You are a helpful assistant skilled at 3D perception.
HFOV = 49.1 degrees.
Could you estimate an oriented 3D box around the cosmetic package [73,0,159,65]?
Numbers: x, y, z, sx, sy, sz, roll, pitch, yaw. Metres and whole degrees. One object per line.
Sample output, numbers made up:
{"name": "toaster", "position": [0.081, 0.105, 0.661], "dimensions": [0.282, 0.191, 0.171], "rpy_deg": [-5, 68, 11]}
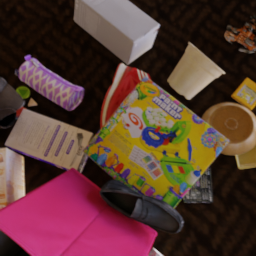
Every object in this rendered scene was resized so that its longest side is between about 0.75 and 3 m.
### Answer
{"name": "cosmetic package", "position": [-0.430, -3.569, 9.523], "dimensions": [2.669, 1.204, 1.426], "rpy_deg": [45, 61, 10]}

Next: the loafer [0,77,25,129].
{"name": "loafer", "position": [-3.859, -0.270, 8.026], "dimensions": [1.059, 2.969, 1.084], "rpy_deg": [37, 51, -21]}

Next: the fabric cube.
{"name": "fabric cube", "position": [-1.513, 3.094, 6.191], "dimensions": [2.871, 2.862, 2.817], "rpy_deg": [35, 110, 10]}

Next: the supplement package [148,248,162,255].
{"name": "supplement package", "position": [0.692, 4.148, 7.303], "dimensions": [1.094, 1.102, 1.452], "rpy_deg": [37, 77, 10]}

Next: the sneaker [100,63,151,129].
{"name": "sneaker", "position": [0.061, -0.846, 8.925], "dimensions": [1.445, 0.980, 2.502], "rpy_deg": [15, 75, 6]}

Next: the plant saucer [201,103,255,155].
{"name": "plant saucer", "position": [3.222, -0.059, 8.826], "dimensions": [1.850, 0.327, 1.850], "rpy_deg": [-3, 65, 7]}

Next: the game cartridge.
{"name": "game cartridge", "position": [4.060, -1.142, 9.432], "dimensions": [0.797, 0.147, 0.904], "rpy_deg": [40, 78, 11]}

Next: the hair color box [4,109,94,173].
{"name": "hair color box", "position": [-2.350, 0.438, 8.628], "dimensions": [2.339, 0.758, 1.279], "rpy_deg": [19, 73, 7]}

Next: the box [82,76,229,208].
{"name": "box", "position": [0.760, 0.558, 7.823], "dimensions": [2.732, 1.667, 2.632], "rpy_deg": [40, 90, 12]}

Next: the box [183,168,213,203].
{"name": "box", "position": [2.093, 1.737, 8.501], "dimensions": [0.841, 0.229, 1.050], "rpy_deg": [0, 73, 0]}

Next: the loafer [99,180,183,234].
{"name": "loafer", "position": [0.267, 1.886, 6.496], "dimensions": [2.066, 0.725, 0.702], "rpy_deg": [25, 103, 14]}

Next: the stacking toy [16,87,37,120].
{"name": "stacking toy", "position": [-3.619, -0.824, 9.286], "dimensions": [0.933, 0.435, 1.031], "rpy_deg": [-30, 81, -27]}

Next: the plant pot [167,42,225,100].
{"name": "plant pot", "position": [2.025, -1.703, 8.878], "dimensions": [1.474, 1.474, 1.349], "rpy_deg": [46, 111, 12]}

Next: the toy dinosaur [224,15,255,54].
{"name": "toy dinosaur", "position": [4.588, -3.269, 9.796], "dimensions": [2.264, 1.156, 1.537], "rpy_deg": [16, 88, -14]}

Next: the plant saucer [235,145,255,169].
{"name": "plant saucer", "position": [3.873, 0.626, 8.806], "dimensions": [1.267, 0.307, 1.267], "rpy_deg": [-7, 72, -2]}

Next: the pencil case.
{"name": "pencil case", "position": [-2.490, -1.456, 9.091], "dimensions": [2.210, 0.945, 0.928], "rpy_deg": [32, 36, 8]}

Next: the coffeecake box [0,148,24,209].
{"name": "coffeecake box", "position": [-3.485, 1.572, 7.982], "dimensions": [0.627, 1.318, 1.717], "rpy_deg": [-8, 73, -2]}
